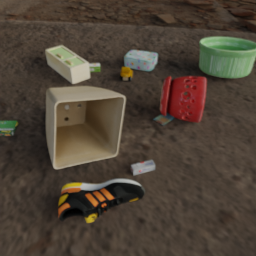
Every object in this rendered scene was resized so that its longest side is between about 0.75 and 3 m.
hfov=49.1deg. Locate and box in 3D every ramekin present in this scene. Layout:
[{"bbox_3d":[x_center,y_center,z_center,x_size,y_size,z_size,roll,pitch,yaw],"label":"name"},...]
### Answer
[{"bbox_3d":[5.216,-3.751,14.879,2.992,1.462,2.992,1,31,0],"label":"ramekin"}]

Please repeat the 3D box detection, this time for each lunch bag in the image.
[{"bbox_3d":[0.769,-3.840,15.877,1.796,0.692,1.440,13,38,16],"label":"lunch bag"}]

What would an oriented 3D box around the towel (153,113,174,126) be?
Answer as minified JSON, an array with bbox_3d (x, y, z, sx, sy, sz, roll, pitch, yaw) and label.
[{"bbox_3d":[1.540,-0.398,12.085,0.790,0.086,0.580,-31,47,-32],"label":"towel"}]

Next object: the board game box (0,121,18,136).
[{"bbox_3d":[-5.459,0.025,11.490,1.628,0.191,0.853,0,37,0],"label":"board game box"}]

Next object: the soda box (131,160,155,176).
[{"bbox_3d":[0.514,1.377,9.735,0.821,0.260,0.280,-12,40,-14],"label":"soda box"}]

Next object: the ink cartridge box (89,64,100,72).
[{"bbox_3d":[-1.898,-3.470,15.713,0.627,0.322,0.849,-4,40,-5],"label":"ink cartridge box"}]

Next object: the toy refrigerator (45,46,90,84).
[{"bbox_3d":[-3.329,-3.535,15.237,1.101,1.015,2.901,-26,46,-29],"label":"toy refrigerator"}]

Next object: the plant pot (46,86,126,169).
[{"bbox_3d":[-1.786,-0.330,9.970,2.425,2.422,2.147,-9,32,-31],"label":"plant pot"}]

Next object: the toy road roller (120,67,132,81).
[{"bbox_3d":[-0.102,-2.937,14.725,0.611,0.726,0.994,3,39,3],"label":"toy road roller"}]

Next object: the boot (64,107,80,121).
[{"bbox_3d":[-2.494,-0.797,12.181,1.651,0.601,1.283,-25,46,-22],"label":"boot"}]

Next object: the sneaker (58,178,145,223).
[{"bbox_3d":[-0.791,2.220,8.142,2.595,0.907,1.167,-5,45,11],"label":"sneaker"}]

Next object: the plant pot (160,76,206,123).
[{"bbox_3d":[2.259,-1.248,11.685,1.710,1.878,1.878,8,40,11],"label":"plant pot"}]
